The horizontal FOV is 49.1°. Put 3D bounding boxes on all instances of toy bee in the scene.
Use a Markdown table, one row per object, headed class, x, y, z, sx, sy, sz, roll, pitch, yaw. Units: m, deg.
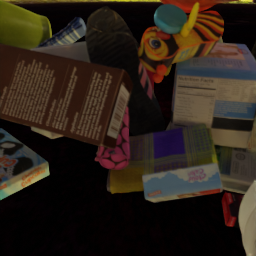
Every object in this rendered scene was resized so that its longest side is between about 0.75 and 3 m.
| class | x | y | z | sx | sy | sz | roll | pitch | yaw |
| --- | --- | --- | --- | --- | --- | --- | --- | --- | --- |
| toy bee | 0.694 | -1.445 | 5.185 | 2.468 | 1.615 | 1.341 | -15 | 68 | 5 |

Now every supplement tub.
| class | x | y | z | sx | sy | sz | roll | pitch | yaw |
| --- | --- | --- | --- | --- | --- | --- | --- | --- | --- |
| supplement tub | 2.105 | 1.639 | 2.031 | 1.898 | 1.898 | 2.878 | 3 | 27 | 5 |

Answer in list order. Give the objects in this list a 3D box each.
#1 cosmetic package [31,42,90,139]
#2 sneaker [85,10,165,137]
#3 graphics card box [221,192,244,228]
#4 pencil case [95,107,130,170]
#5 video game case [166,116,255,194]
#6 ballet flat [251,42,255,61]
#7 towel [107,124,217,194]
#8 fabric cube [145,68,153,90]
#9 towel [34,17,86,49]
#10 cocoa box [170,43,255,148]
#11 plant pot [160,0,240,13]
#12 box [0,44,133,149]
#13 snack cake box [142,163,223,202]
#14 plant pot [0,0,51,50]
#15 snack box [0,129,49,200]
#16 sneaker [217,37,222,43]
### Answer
| class | x | y | z | sx | sy | sz | roll | pitch | yaw |
| --- | --- | --- | --- | --- | --- | --- | --- | --- | --- |
| cosmetic package | -1.510 | -0.907 | 6.427 | 1.520 | 1.828 | 1.529 | -19 | 18 | -31 |
| sneaker | -0.099 | -1.142 | 6.245 | 1.041 | 2.969 | 1.218 | -21 | 27 | 5 |
| graphics card box | 1.933 | 1.316 | 4.300 | 0.880 | 0.224 | 0.552 | 11 | 28 | 6 |
| pencil case | -0.282 | 0.103 | 5.234 | 0.607 | 0.588 | 1.297 | 3 | 50 | -5 |
| video game case | 2.101 | 0.336 | 6.093 | 2.618 | 0.316 | 2.872 | 10 | 31 | 18 |
| ballet flat | 3.703 | -1.751 | 7.665 | 0.962 | 2.893 | 0.822 | 29 | 70 | 15 |
| towel | 0.577 | 0.526 | 5.146 | 1.975 | 0.225 | 1.418 | -9 | 38 | 14 |
| fabric cube | 0.005 | -1.132 | 7.727 | 1.261 | 1.281 | 1.285 | -4 | 29 | -3 |
| towel | -2.820 | -2.946 | 10.176 | 2.994 | 0.357 | 2.168 | -31 | 11 | 3 |
| cocoa box | 1.864 | -0.905 | 6.325 | 1.621 | 1.595 | 2.431 | 6 | 29 | 11 |
| plant pot | 1.382 | -2.848 | 4.484 | 1.977 | 1.977 | 1.923 | -3 | 26 | -6 |
| box | -1.208 | -0.501 | 4.521 | 2.330 | 1.167 | 0.873 | 15 | -5 | 12 |
| snack cake box | 0.816 | 0.838 | 4.181 | 1.087 | 0.625 | 0.365 | -12 | 68 | 13 |
| plant pot | -4.684 | -3.633 | 11.127 | 2.856 | 2.967 | 2.967 | -4 | 27 | -30 |
| snack box | -2.544 | 0.639 | 5.483 | 1.901 | 0.353 | 1.104 | 24 | 37 | 37 |
| sneaker | 2.142 | -2.306 | 7.209 | 0.477 | 1.290 | 0.512 | -1 | 63 | 31 |
